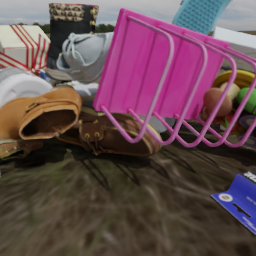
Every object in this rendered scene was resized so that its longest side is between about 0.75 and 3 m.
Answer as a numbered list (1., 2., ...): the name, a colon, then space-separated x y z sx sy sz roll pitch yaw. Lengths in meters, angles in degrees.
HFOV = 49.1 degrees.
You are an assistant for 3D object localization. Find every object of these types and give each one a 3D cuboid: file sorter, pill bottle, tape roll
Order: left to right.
1. pill bottle: -2.995 -0.851 7.665 1.484 1.484 2.606 -12 24 -29
2. tape roll: -0.138 -0.680 7.964 2.946 0.973 2.946 -1 20 0
3. file sorter: 0.961 -0.645 4.605 2.399 1.667 1.504 3 29 -33

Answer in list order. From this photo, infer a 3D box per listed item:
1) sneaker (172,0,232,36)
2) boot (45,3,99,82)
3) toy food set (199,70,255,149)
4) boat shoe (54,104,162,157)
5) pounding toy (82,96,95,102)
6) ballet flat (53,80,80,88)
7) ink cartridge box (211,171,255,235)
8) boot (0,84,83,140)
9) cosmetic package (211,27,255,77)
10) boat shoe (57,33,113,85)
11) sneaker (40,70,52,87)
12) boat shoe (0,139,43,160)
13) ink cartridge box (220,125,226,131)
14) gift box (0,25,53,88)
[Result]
1. sneaker: 1.920 -3.138 6.352 1.050 2.641 1.724 38 20 -6
2. boot: -1.052 -2.499 8.303 2.806 2.112 1.027 -4 26 -19
3. toy food set: 2.136 -0.272 5.626 2.561 1.507 0.836 39 55 24
4. boat shoe: -0.531 0.186 5.824 2.670 0.961 0.902 13 47 39
5. pounding toy: -0.233 -1.113 6.394 1.755 0.914 1.998 -5 20 -12
6. ballet flat: -2.320 -1.758 11.653 1.821 0.619 0.623 -2 27 24
7. ink cartridge box: 2.438 0.977 4.316 2.055 0.381 0.973 -9 22 -18
8. boot: -2.008 -0.111 5.604 2.340 0.862 1.811 -31 24 1
9. cosmetic package: 2.344 -1.247 6.391 1.389 1.842 0.476 17 55 7
10. boat shoe: -0.906 -1.420 5.720 0.941 0.922 2.643 20 -7 -25
11. sneaker: -3.232 -1.783 10.892 0.396 1.046 0.403 14 48 17
12. boat shoe: -2.209 0.452 5.790 1.111 0.400 0.378 -8 56 -52
13. ink cartridge box: 3.166 -0.144 7.106 0.924 0.536 1.276 -17 26 -39
14. gift box: -4.382 -2.967 11.572 2.312 2.506 2.340 -17 51 -29
